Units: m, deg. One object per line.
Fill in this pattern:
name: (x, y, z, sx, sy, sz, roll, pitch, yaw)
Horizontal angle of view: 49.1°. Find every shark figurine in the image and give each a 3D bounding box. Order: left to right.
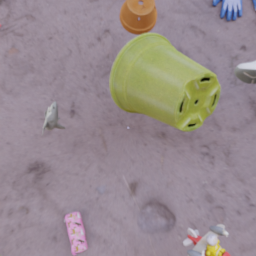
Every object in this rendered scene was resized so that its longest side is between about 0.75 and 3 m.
shark figurine: (-2.122, -0.113, 8.058, 0.650, 1.557, 0.930, 14, 77, -17)

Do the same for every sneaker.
sneaker: (3.459, -1.525, 7.048, 1.730, 0.608, 0.693, -2, 69, -9)

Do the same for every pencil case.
pencil case: (-1.647, 3.295, 8.803, 0.539, 0.516, 1.246, -17, 75, -2)

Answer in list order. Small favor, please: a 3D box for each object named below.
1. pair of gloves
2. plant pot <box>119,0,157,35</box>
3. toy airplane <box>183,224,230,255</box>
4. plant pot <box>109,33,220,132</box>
pair of gloves: (4.900, -5.297, 11.543, 2.780, 0.317, 2.235, 8, 73, 2)
plant pot: (0.350, -3.644, 8.661, 1.214, 0.849, 1.214, 1, 80, -4)
toy airplane: (2.017, 2.964, 7.160, 1.220, 0.865, 1.226, 3, 38, 1)
plant pot: (1.066, -1.032, 7.258, 2.337, 2.337, 2.149, -42, 46, -12)
